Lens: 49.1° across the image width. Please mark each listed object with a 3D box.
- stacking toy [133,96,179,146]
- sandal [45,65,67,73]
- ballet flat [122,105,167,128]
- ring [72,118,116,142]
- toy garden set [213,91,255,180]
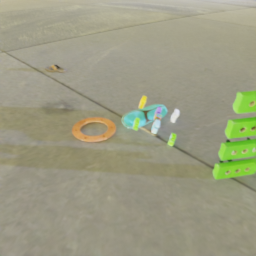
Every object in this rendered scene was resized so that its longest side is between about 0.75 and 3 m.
[{"bbox_3d":[1.012,-0.254,10.146,1.512,0.471,2.005,22,40,-4],"label":"stacking toy"},{"bbox_3d":[-3.944,-3.258,15.298,1.248,0.341,0.510,12,34,17],"label":"sandal"},{"bbox_3d":[0.546,-0.445,10.777,1.982,0.667,0.697,-17,12,-25],"label":"ballet flat"},{"bbox_3d":[-1.251,0.072,10.297,1.589,0.153,1.589,-1,33,1],"label":"ring"},{"bbox_3d":[3.675,0.087,7.681,2.404,2.884,0.575,-7,40,-10],"label":"toy garden set"}]
